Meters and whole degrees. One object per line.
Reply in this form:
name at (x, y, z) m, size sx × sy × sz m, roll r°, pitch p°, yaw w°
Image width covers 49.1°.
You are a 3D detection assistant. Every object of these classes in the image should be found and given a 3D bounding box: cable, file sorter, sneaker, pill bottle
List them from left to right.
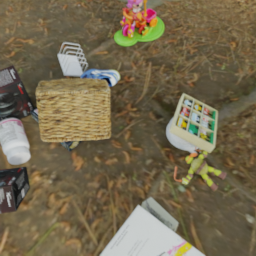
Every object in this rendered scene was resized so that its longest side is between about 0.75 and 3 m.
pill bottle at (-4.163, 0.501, 10.253) m, size 0.893 × 0.893 × 1.576 m, roll -22°, pitch 60°, yaw -13°
file sorter at (-2.426, -3.004, 12.311) m, size 0.904 × 0.811 × 1.302 m, roll -1°, pitch 53°, yaw -34°
sneaker at (-1.272, -2.033, 11.768) m, size 1.764 × 0.652 × 0.725 m, roll -1°, pitch 42°, yaw 19°
cable at (2.203, 0.159, 10.674) m, size 1.493 × 0.517 × 1.493 m, roll 13°, pitch 58°, yaw 7°

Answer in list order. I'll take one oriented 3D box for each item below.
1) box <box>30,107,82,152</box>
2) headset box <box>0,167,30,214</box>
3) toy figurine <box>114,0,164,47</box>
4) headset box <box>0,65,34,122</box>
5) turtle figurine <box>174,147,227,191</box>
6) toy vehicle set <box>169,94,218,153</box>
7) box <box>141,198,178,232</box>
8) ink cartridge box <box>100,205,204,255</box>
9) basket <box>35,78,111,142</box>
box at (-2.401, -0.408, 11.017) m, size 2.271 × 0.522 × 1.805 m, roll 38°, pitch 63°, yaw 20°
headset box at (-4.397, 1.961, 8.622) m, size 2.238 × 1.665 × 0.864 m, roll -5°, pitch 102°, yaw -4°
toy figurine at (0.491, -5.577, 13.044) m, size 2.839 × 2.613 × 2.131 m, roll -37°, pitch 65°, yaw -20°
headset box at (-5.095, -0.933, 10.536) m, size 2.604 × 1.938 × 1.006 m, roll -27°, pitch 60°, yaw -17°
turtle figurine at (2.573, 1.325, 9.575) m, size 1.507 × 0.602 × 1.868 m, roll 36°, pitch 76°, yaw 11°
toy vehicle set at (2.472, -0.261, 10.276) m, size 1.553 × 0.331 × 2.500 m, roll 27°, pitch 37°, yaw 1°
box at (0.952, 2.784, 8.739) m, size 0.417 × 0.501 × 1.219 m, roll -21°, pitch 44°, yaw -37°
ink cartridge box at (0.759, 3.904, 7.462) m, size 2.760 × 2.032 × 1.997 m, roll 34°, pitch 64°, yaw 18°
basket at (-2.005, -0.730, 10.471) m, size 2.607 × 1.942 × 1.860 m, roll -4°, pitch 26°, yaw -10°
